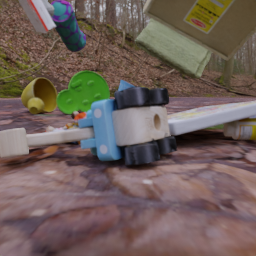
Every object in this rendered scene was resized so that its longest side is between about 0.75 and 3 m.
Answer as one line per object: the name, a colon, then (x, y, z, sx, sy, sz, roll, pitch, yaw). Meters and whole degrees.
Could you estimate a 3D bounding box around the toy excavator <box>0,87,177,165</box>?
toy excavator: (-0.615, 0.102, 4.742, 2.306, 1.152, 2.243, -10, -1, 31)

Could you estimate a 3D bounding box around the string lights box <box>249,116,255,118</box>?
string lights box: (5.064, -0.394, 10.751, 0.816, 0.240, 0.419, -5, 9, -32)

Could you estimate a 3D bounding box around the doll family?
doll family: (-1.307, 0.101, 6.414, 0.846, 0.614, 1.362, 12, 30, 27)

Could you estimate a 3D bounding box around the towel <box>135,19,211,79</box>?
towel: (1.841, -3.202, 10.884, 2.836, 2.104, 0.517, 30, -28, 1)

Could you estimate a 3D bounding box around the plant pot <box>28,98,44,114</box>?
plant pot: (-4.591, -0.999, 13.793, 0.794, 0.794, 0.564, 0, 32, -4)

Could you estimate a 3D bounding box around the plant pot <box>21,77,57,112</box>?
plant pot: (-4.873, -1.635, 14.951, 1.313, 1.850, 1.850, -11, 2, 26)

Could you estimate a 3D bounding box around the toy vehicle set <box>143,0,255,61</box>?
toy vehicle set: (2.112, -3.189, 7.441, 2.952, 1.834, 0.391, 23, 45, -17)

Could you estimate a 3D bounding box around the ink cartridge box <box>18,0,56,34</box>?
ink cartridge box: (-2.509, -3.419, 7.231, 0.667, 1.900, 2.338, -34, 28, -14)

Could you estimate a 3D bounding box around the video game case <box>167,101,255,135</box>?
video game case: (1.653, -0.253, 6.950, 2.672, 0.306, 2.432, -12, 5, -21)

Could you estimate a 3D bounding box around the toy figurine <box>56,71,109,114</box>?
toy figurine: (-2.820, -1.493, 15.056, 2.916, 2.189, 2.684, -33, 9, -28)

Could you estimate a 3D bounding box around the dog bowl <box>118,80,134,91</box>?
dog bowl: (0.622, -1.568, 14.296, 2.704, 0.670, 1.507, 24, 8, -35)

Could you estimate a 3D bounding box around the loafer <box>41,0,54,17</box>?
loafer: (-2.849, -4.012, 9.190, 0.451, 0.452, 1.292, -11, 40, -34)

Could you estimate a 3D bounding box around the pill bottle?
pill bottle: (2.801, 0.019, 6.661, 0.949, 0.518, 0.518, 1, 8, 6)

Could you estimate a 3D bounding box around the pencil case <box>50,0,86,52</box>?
pencil case: (-2.234, -3.806, 10.614, 0.894, 0.971, 2.101, 31, -11, 12)
